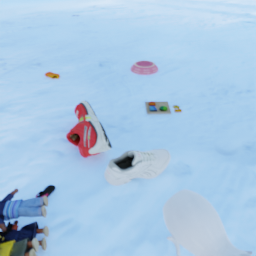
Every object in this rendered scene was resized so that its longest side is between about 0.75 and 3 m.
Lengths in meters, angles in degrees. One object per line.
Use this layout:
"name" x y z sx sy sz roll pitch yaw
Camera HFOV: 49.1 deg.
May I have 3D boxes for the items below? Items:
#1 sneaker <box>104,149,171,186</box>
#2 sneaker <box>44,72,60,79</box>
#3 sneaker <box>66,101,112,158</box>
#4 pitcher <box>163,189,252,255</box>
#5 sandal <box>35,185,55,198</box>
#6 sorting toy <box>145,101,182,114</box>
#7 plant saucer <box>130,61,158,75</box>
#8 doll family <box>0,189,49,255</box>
"sneaker" 0.328 0.920 7.395 1.925 0.956 0.750 -17 58 -19
"sneaker" -3.749 -2.565 13.720 0.820 0.299 0.316 8 39 16
"sneaker" -1.481 -0.005 8.995 1.168 1.059 2.750 -26 33 -8
"pitcher" 1.282 2.182 5.520 1.446 1.022 1.685 -30 54 -14
"sandal" -2.141 1.682 6.999 0.324 0.195 0.864 11 34 17
"sorting toy" 1.377 -0.835 11.039 1.368 0.183 1.019 -1 32 -2
"plant saucer" 0.846 -3.181 14.632 1.456 0.369 1.456 0 31 0
"doll family" -2.404 2.237 5.523 1.390 0.944 2.406 -7 27 0
